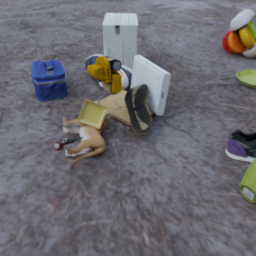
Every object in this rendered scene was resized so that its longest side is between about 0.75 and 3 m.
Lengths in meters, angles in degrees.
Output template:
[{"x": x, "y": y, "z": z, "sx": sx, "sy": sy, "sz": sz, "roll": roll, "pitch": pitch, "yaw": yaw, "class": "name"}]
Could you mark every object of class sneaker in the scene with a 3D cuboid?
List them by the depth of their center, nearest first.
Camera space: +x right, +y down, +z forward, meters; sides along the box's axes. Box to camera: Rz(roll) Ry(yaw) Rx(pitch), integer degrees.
[{"x": 4.051, "y": 0.607, "z": 8.307, "sx": 2.094, "sy": 0.917, "sz": 0.793, "roll": 9, "pitch": 35, "yaw": 13, "class": "sneaker"}, {"x": -1.072, "y": -2.557, "z": 12.762, "sx": 2.941, "sy": 1.153, "sz": 1.168, "roll": 24, "pitch": 35, "yaw": 29, "class": "sneaker"}]

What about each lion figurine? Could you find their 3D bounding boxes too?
[{"x": -1.230, "y": 0.241, "z": 9.025, "sx": 1.627, "sy": 0.963, "sz": 2.657, "roll": -3, "pitch": 46, "yaw": -14, "class": "lion figurine"}]

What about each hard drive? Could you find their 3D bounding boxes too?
[{"x": 0.763, "y": -1.673, "z": 10.633, "sx": 0.315, "sy": 1.559, "sz": 2.363, "roll": -6, "pitch": 31, "yaw": -23, "class": "hard drive"}]

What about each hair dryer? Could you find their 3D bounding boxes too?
[{"x": -1.689, "y": 0.454, "z": 7.654, "sx": 0.737, "sy": 0.263, "sz": 0.968, "roll": -6, "pitch": -7, "yaw": -40, "class": "hair dryer"}]

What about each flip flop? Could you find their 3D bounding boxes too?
[{"x": 0.441, "y": -0.645, "z": 9.870, "sx": 0.927, "sy": 0.658, "sz": 2.286, "roll": -18, "pitch": 51, "yaw": 12, "class": "flip flop"}]

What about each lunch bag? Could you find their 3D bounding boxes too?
[{"x": -3.398, "y": -2.136, "z": 11.982, "sx": 1.365, "sy": 1.330, "sz": 2.010, "roll": -13, "pitch": 35, "yaw": -18, "class": "lunch bag"}]

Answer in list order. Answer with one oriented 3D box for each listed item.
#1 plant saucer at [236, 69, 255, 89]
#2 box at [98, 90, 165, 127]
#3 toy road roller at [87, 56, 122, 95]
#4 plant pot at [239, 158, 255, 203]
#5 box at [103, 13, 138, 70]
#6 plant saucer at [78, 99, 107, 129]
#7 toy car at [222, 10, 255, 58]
[{"x": 6.016, "y": -2.238, "z": 13.069, "sx": 1.914, "sy": 0.297, "sz": 1.914, "roll": 0, "pitch": 34, "yaw": 0, "class": "plant saucer"}, {"x": 0.018, "y": -0.806, "z": 10.988, "sx": 2.251, "sy": 0.239, "sz": 1.840, "roll": 25, "pitch": 41, "yaw": 33, "class": "box"}, {"x": -0.824, "y": -1.764, "z": 9.529, "sx": 0.986, "sy": 1.350, "sz": 0.830, "roll": -20, "pitch": 33, "yaw": -28, "class": "toy road roller"}, {"x": 3.472, "y": 1.363, "z": 7.213, "sx": 1.190, "sy": 1.113, "sz": 1.113, "roll": -33, "pitch": 45, "yaw": -21, "class": "plant pot"}, {"x": -0.368, "y": -4.235, "z": 14.064, "sx": 1.617, "sy": 2.461, "sz": 2.474, "roll": 0, "pitch": 34, "yaw": 0, "class": "box"}, {"x": -1.140, "y": -0.446, "z": 9.013, "sx": 0.762, "sy": 0.762, "sz": 0.185, "roll": 21, "pitch": 6, "yaw": -6, "class": "plant saucer"}, {"x": 6.526, "y": -5.215, "z": 16.169, "sx": 2.067, "sy": 2.413, "sz": 2.757, "roll": -22, "pitch": 17, "yaw": 43, "class": "toy car"}]
